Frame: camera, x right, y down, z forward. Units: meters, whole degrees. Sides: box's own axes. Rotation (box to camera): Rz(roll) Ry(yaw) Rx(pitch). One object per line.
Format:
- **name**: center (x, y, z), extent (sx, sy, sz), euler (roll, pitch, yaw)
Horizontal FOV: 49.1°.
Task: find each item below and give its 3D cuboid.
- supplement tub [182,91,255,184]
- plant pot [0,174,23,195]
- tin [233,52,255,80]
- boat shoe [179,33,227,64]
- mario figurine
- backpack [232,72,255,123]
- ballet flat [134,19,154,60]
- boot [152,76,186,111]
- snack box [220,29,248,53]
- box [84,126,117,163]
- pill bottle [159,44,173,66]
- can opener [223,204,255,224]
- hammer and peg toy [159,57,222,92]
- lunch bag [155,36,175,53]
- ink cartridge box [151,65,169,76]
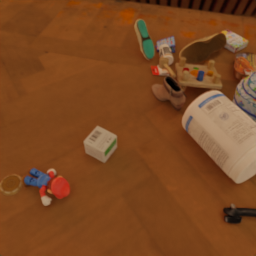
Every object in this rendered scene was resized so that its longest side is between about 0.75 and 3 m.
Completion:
- **supplement tub**: center (3.447, 0.248, 9.785), extent (1.916, 1.916, 2.904), euler (-25, 56, -18)
- **plant pot**: center (-4.021, 1.926, 9.615), extent (0.792, 0.109, 0.792), euler (0, 52, 1)
- **tin**: center (5.558, -2.847, 12.991), extent (1.223, 0.457, 2.184), euler (6, 42, 18)
- **boat shoe**: center (3.539, -3.835, 13.763), extent (2.831, 1.009, 0.913), euler (-25, 19, -21)
- **mario figurine**: center (-2.674, 1.961, 9.386), extent (1.701, 0.902, 1.050), euler (15, 88, 25)
- **backpack**: center (5.511, -0.964, 10.922), extent (2.731, 2.099, 2.228), euler (23, 53, 37)
- **ballet flat**: center (0.797, -4.297, 13.788), extent (0.682, 0.630, 2.021), euler (-16, 95, -19)
- **boot**: center (1.625, -1.593, 11.520), extent (0.696, 1.449, 1.982), euler (-39, 60, -12)
- **snack box**: center (5.324, -4.525, 14.553), extent (1.009, 0.376, 1.419), euler (-31, 58, -22)
- **box**: center (-0.998, 0.608, 10.235), extent (0.889, 0.762, 0.885), euler (27, 56, 18)
- **pill bottle**: center (1.828, -3.570, 13.635), extent (0.612, 0.612, 1.051), euler (-3, 51, -2)
- **can opener**: center (3.696, 2.694, 8.879), extent (1.394, 0.548, 0.442), euler (-1, 13, -5)
- **hammer and peg toy**: center (2.626, -2.277, 12.169), extent (2.603, 0.918, 1.915), euler (5, 39, -1)
- **lunch bag**: center (1.871, -4.220, 14.321), extent (1.003, 0.472, 0.755), euler (-4, 54, 9)
- **ink cartridge box**: center (1.516, -2.761, 13.206), extent (0.792, 0.198, 0.642), euler (2, 51, -13)
